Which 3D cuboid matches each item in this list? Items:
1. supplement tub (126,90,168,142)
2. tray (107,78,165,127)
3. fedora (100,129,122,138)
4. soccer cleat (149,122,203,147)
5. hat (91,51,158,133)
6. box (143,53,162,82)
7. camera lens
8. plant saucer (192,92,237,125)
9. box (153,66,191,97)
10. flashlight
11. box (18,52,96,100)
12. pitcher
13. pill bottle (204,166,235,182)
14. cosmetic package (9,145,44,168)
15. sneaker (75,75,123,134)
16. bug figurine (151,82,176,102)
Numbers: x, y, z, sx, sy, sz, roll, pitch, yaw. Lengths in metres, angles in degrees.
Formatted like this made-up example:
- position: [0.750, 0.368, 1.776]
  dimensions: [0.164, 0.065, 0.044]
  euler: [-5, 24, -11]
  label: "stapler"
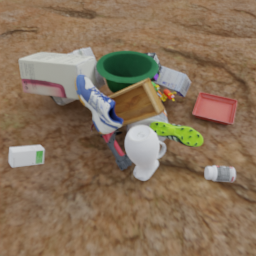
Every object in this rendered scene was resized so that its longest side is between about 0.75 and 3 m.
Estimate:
- position: [0.691, -0.660, 11.331]
  dimensions: [1.615, 1.615, 2.636]
  euler: [-3, 44, -3]
  label: "supplement tub"
- position: [0.057, -0.748, 9.401]
  dimensions: [2.298, 1.133, 0.426]
  euler: [-16, 17, 46]
  label: "tray"
- position: [-0.676, 0.083, 10.816]
  dimensions: [0.976, 0.976, 0.446]
  euler: [-11, 84, -11]
  label: "fedora"
- position: [1.620, 0.170, 9.546]
  dimensions: [1.873, 0.632, 0.759]
  euler: [17, 1, -1]
  label: "soccer cleat"
- position: [-0.225, -1.448, 10.787]
  dimensions: [2.579, 2.270, 2.136]
  euler: [-3, 43, -7]
  label: "hat"
- position: [0.484, -2.458, 11.369]
  dimensions: [1.458, 0.891, 0.773]
  euler: [7, 62, 30]
  label: "box"
- position: [-2.445, -2.250, 12.387]
  dimensions: [2.439, 1.951, 1.951]
  euler: [-23, 47, -1]
  label: "camera lens"
- position: [3.848, -0.818, 12.432]
  dimensions: [1.724, 0.316, 1.721]
  euler: [15, 46, 16]
  label: "plant saucer"
- position: [1.847, -2.074, 12.419]
  dimensions: [1.525, 0.800, 1.403]
  euler: [25, 5, 20]
  label: "box"
- position: [-0.408, 0.642, 10.048]
  dimensions: [0.576, 1.702, 0.578]
  euler: [-27, 9, 38]
  label: "flashlight"
- position: [-2.461, -1.899, 10.003]
  dimensions: [2.262, 1.232, 1.446]
  euler: [9, 27, 17]
  label: "box"
- position: [0.627, 0.638, 8.895]
  dimensions: [1.042, 1.720, 1.475]
  euler: [26, 56, 36]
  label: "pitcher"
- position: [2.957, 1.483, 9.052]
  dimensions: [0.863, 0.492, 0.492]
  euler: [5, 44, -4]
  label: "pill bottle"
- position: [-3.110, 0.857, 8.580]
  dimensions: [0.958, 0.515, 0.406]
  euler: [-5, 22, -37]
  label: "cosmetic package"
- position: [-0.880, -0.849, 9.013]
  dimensions: [0.935, 2.122, 0.799]
  euler: [-20, 19, 30]
  label: "sneaker"
- position: [0.926, -1.274, 10.505]
  dimensions: [1.634, 0.420, 1.267]
  euler: [-21, 50, -33]
  label: "bug figurine"
